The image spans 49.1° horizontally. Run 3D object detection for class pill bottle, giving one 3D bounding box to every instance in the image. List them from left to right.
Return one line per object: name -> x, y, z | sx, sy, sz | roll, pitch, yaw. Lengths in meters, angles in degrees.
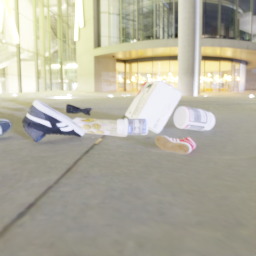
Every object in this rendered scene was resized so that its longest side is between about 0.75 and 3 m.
pill bottle -> 0.136, -0.040, 9.261 | 0.970, 0.552, 0.552 | 0, 9, -9
pill bottle -> 2.816, -0.360, 11.874 | 1.595, 0.909, 0.909 | 6, 5, -30

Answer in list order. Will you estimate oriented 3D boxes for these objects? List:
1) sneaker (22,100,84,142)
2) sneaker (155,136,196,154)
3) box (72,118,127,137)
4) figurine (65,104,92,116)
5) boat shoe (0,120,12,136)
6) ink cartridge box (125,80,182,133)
sneaker -> -2.728, 0.061, 9.939 | 2.312, 1.293, 0.845 | 36, 2, -44
sneaker -> 1.437, 0.459, 8.381 | 1.176, 0.419, 0.661 | 17, 20, 35
box -> -1.128, -0.049, 11.097 | 2.406, 0.499, 0.466 | 6, 23, 22
figurine -> -2.231, -0.437, 12.378 | 1.142, 1.170, 0.504 | 6, -22, -2
boat shoe -> -4.891, 0.143, 10.034 | 0.544, 0.682, 1.804 | 5, 22, 33
ink cartridge box -> 0.986, -0.986, 12.106 | 1.089, 1.929, 2.628 | 30, 0, -13
